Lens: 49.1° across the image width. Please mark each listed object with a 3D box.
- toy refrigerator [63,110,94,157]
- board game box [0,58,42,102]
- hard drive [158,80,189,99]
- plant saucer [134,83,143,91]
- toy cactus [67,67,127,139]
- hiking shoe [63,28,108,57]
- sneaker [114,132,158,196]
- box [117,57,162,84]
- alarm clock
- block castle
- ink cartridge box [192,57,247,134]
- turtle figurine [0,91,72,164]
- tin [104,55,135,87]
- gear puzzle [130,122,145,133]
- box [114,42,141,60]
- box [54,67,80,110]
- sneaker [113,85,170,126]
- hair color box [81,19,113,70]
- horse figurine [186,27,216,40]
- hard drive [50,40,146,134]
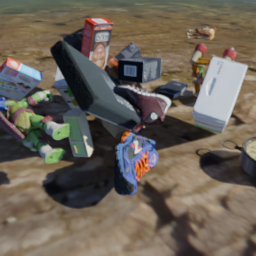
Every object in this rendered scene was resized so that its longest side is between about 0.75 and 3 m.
[{"bbox_3d":[-1.340,0.168,7.601,0.482,1.270,0.444,1,30,17],"label":"toy refrigerator"},{"bbox_3d":[-2.776,-1.129,6.819,0.885,1.157,0.233,23,51,-41],"label":"board game box"},{"bbox_3d":[1.920,-1.637,11.857,0.899,0.282,1.332,21,37,30],"label":"hard drive"},{"bbox_3d":[0.288,-1.441,9.774,0.137,0.796,0.796,-35,41,-10],"label":"plant saucer"},{"bbox_3d":[-0.636,-0.659,8.818,1.377,2.694,2.223,-40,60,10],"label":"toy cactus"},{"bbox_3d":[-1.597,-3.011,10.644,1.060,1.409,2.800,-32,24,-14],"label":"hiking shoe"},{"bbox_3d":[0.228,0.763,7.002,1.036,0.995,2.642,2,22,6],"label":"sneaker"},{"bbox_3d":[0.356,-1.763,8.435,0.877,0.633,1.182,13,24,30],"label":"box"},{"bbox_3d":[3.578,0.787,7.540,2.187,0.728,1.475,25,40,31],"label":"alarm clock"},{"bbox_3d":[3.250,-2.065,10.558,1.513,2.264,1.062,21,66,29],"label":"block castle"},{"bbox_3d":[2.611,-0.836,8.189,0.944,1.636,2.248,19,-2,16],"label":"ink cartridge box"},{"bbox_3d":[-1.959,-0.082,6.555,1.842,1.900,1.367,35,80,30],"label":"turtle figurine"},{"bbox_3d":[-0.255,-1.588,9.909,0.510,2.434,1.363,-35,66,-5],"label":"tin"},{"bbox_3d":[0.516,-0.229,7.094,0.633,1.221,0.160,-36,84,-35],"label":"gear puzzle"},{"bbox_3d":[-0.021,-2.393,9.694,0.881,0.652,0.459,-42,75,-9],"label":"box"},{"bbox_3d":[-1.788,-1.292,9.017,0.467,1.554,0.906,-2,66,11],"label":"box"},{"bbox_3d":[0.196,-0.387,5.264,1.121,0.648,0.424,15,-9,2],"label":"sneaker"},{"bbox_3d":[-0.976,-2.457,8.407,0.758,1.493,0.457,-22,50,-41],"label":"hair color box"},{"bbox_3d":[2.502,-3.184,9.424,1.044,0.393,1.575,4,22,8],"label":"horse figurine"},{"bbox_3d":[-0.663,-0.960,7.482,0.471,2.864,1.999,-37,66,14],"label":"hard drive"}]
